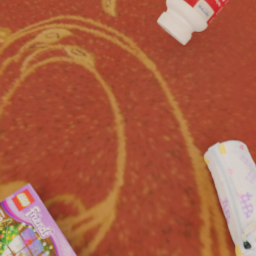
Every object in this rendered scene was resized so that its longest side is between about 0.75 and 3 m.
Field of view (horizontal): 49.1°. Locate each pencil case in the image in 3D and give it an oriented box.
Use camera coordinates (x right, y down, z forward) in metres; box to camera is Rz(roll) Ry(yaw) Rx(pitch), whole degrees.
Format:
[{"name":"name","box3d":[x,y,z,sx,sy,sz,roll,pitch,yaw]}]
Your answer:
[{"name":"pencil case","box3d":[2.485,1.524,6.148,1.135,1.040,2.502,10,50,-24]}]

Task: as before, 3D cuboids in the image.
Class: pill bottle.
[{"name":"pill bottle","box3d":[1.632,-2.995,6.376,2.041,1.146,1.146,-51,61,16]}]

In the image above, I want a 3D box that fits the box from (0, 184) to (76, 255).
[{"name":"box","box3d":[-2.096,2.840,5.511,2.028,0.579,2.963,-34,61,-21]}]
